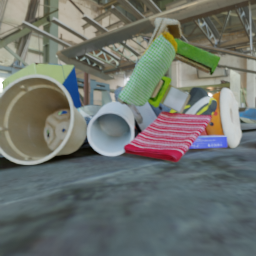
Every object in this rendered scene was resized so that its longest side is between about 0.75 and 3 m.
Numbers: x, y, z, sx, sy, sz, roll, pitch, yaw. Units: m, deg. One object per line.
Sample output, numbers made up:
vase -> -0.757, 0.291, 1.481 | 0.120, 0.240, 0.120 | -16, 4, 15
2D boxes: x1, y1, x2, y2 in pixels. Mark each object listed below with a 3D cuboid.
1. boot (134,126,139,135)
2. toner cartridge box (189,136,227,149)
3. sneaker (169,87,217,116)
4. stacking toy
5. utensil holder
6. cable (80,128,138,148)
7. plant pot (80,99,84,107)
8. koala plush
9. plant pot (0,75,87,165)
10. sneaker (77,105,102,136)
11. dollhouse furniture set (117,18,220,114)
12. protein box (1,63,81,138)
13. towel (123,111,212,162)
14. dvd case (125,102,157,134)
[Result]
boot -> -0.058, -0.146, 12.080 | 1.690, 0.634, 0.906 | 33, -14, -16
toner cartridge box -> 1.745, 0.357, 7.151 | 1.375, 0.297, 0.653 | -1, 0, -16
sneaker -> 1.457, -0.282, 7.802 | 2.101, 0.889, 0.782 | -38, -44, 20
stacking toy -> 2.104, -0.153, 8.624 | 2.399, 1.753, 1.753 | -9, -3, 30
utensil holder -> -0.375, -0.039, 6.902 | 1.081, 1.081, 1.271 | 0, 17, 2
cable -> -0.761, 0.353, 8.680 | 2.186, 0.555, 1.784 | -12, 18, -39
plant pot -> -3.286, -0.591, 13.568 | 2.034, 2.333, 2.333 | -22, -2, 9
koala plush -> 1.107, -0.978, 10.092 | 2.301, 2.041, 2.115 | 32, -8, 27
plant pot -> -1.707, -0.043, 6.086 | 1.756, 1.756, 1.607 | 0, -10, 11
sneaker -> -0.738, -0.154, 8.808 | 0.870, 0.968, 2.242 | -12, -6, 42
dollhouse furniture set -> 0.881, -0.916, 5.251 | 1.162, 1.517, 2.316 | 28, 12, 9
protein box -> -2.846, -0.742, 9.273 | 2.226, 2.210, 1.502 | -10, -1, 41
towel -> 0.896, 0.111, 6.179 | 1.333, 0.207, 1.843 | 7, 33, 36
dvd case -> 0.527, -0.322, 9.154 | 0.149, 1.699, 1.212 | -36, -11, 37
